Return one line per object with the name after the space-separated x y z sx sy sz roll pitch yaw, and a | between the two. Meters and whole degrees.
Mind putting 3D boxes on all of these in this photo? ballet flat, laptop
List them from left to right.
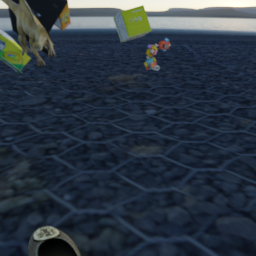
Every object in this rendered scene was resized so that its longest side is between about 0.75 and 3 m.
-3.246 -4.002 10.087 1.826 1.950 1.130 35 6 4 | laptop
-0.995 2.199 4.274 0.775 0.533 2.301 -13 27 -26 | ballet flat

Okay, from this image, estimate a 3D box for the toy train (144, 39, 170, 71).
1.213 -2.916 11.407 1.054 1.403 0.390 -4 37 -30 | toy train

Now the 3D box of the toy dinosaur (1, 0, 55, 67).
-2.352 -2.436 6.642 0.830 1.442 2.852 -32 57 -20 | toy dinosaur

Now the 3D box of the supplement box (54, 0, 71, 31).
-3.059 -5.310 12.501 0.683 1.986 0.661 37 72 5 | supplement box

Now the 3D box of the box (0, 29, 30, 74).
-3.628 -2.412 7.598 0.607 1.473 2.510 -47 47 2 | box

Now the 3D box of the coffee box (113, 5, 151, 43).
0.161 -4.317 11.684 1.087 1.089 1.077 -22 12 -15 | coffee box
